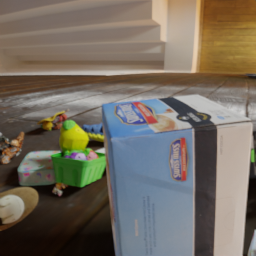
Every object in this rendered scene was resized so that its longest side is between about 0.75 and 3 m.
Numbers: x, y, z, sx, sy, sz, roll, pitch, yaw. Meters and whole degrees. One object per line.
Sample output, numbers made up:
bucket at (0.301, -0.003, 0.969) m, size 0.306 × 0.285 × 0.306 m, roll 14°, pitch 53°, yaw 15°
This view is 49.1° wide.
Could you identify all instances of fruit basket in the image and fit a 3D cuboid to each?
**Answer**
fruit basket at (-1.309, 0.632, 7.607) m, size 1.249 × 1.731 × 1.731 m, roll 7°, pitch 17°, yaw 17°

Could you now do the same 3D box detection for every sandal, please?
sandal at (-0.578, 0.040, 10.946) m, size 2.516 × 1.095 × 1.000 m, roll 4°, pitch -6°, yaw 5°

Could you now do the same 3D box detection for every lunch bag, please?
lunch bag at (-2.567, 1.166, 8.265) m, size 1.202 × 0.577 × 1.498 m, roll -5°, pitch 16°, yaw -4°

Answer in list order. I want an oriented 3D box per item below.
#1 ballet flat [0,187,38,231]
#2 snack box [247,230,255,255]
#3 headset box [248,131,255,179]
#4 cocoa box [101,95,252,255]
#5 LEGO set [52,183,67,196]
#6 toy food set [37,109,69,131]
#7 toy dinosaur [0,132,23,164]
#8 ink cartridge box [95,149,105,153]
ballet flat at (-2.823, 1.764, 5.572) m, size 2.245 × 0.761 × 0.812 m, roll -13°, pitch -7°, yaw -33°
snack box at (2.148, 2.188, 4.750) m, size 0.204 × 0.548 × 0.771 m, roll 14°, pitch 21°, yaw 25°
headset box at (3.009, 0.685, 7.712) m, size 2.548 × 1.182 × 2.218 m, roll -2°, pitch -3°, yaw 0°
cocoa box at (0.603, 1.037, 4.539) m, size 1.827 × 2.784 × 1.856 m, roll -6°, pitch 19°, yaw -6°
LEGO set at (-1.768, 1.579, 7.538) m, size 0.381 × 0.308 × 0.829 m, roll 39°, pitch 19°, yaw 11°
toy food set at (-3.313, -0.264, 12.805) m, size 1.111 × 0.617 × 1.888 m, roll -25°, pitch 5°, yaw 19°
toy dinosaur at (-4.096, 0.690, 9.756) m, size 0.987 × 0.743 × 1.454 m, roll 8°, pitch 19°, yaw 12°
ink cartridge box at (0.157, 0.913, 9.162) m, size 2.357 × 0.593 × 1.284 m, roll -15°, pitch 22°, yaw -39°
